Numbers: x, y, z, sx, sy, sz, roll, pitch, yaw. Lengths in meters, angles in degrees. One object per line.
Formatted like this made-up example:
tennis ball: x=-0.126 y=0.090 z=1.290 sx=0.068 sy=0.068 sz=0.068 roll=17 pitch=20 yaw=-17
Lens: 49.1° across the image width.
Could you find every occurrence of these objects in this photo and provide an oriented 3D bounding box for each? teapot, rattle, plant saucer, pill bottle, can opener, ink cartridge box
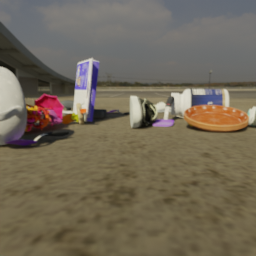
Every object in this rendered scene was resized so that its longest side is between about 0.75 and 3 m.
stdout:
teapot: x=-3.162 y=-0.405 z=6.019 sx=1.394 sy=1.884 sz=1.909 roll=-16 pitch=-25 yaw=-43
rattle: x=-1.965 y=-0.521 z=9.981 sx=0.903 sy=0.823 sz=1.265 roll=7 pitch=-1 yaw=-11
plant saucer: x=2.804 y=-0.299 z=9.029 sx=2.007 sy=0.324 sz=2.007 roll=-1 pitch=21 yaw=0
pill bottle: x=3.004 y=-1.001 z=11.993 sx=2.317 sy=1.287 sz=1.287 roll=1 pitch=8 yaw=8
can opener: x=-2.155 y=-0.881 z=13.005 sx=2.355 sy=0.787 sz=0.628 roll=2 pitch=8 yaw=16
ink cartridge box: x=-1.680 y=-1.497 z=11.402 sx=0.529 sy=2.416 sz=2.439 roll=5 pitch=6 yaw=-23

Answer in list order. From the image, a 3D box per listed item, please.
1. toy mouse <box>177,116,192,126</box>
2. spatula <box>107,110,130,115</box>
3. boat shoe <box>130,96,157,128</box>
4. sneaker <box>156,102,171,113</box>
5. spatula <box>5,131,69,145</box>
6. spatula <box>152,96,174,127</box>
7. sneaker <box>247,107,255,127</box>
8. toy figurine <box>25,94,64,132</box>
toy mouse: x=2.804 y=-0.267 z=9.921 sx=1.454 sy=0.317 sz=1.636 roll=-11 pitch=16 yaw=-31
spatula: x=-0.318 y=-0.817 z=14.671 sx=2.162 sy=0.222 sz=0.611 roll=7 pitch=11 yaw=39
boat shoe: x=0.560 y=-0.611 z=10.016 sx=0.947 sy=1.052 sz=2.974 roll=-1 pitch=6 yaw=4
sneaker: x=1.811 y=-1.195 z=16.148 sx=1.644 sy=0.582 sz=0.600 roll=-4 pitch=8 yaw=-27
spatula: x=-2.011 y=0.225 z=6.576 sx=0.495 sy=0.180 sz=1.752 roll=-13 pitch=2 yaw=31
spatula: x=1.502 y=-0.648 z=10.720 sx=0.704 sy=0.256 sz=2.490 roll=3 pitch=35 yaw=17
sneaker: x=4.581 y=-0.282 z=9.728 sx=0.815 sy=0.693 sz=1.786 roll=21 pitch=20 yaw=26
toy figurine: x=-2.915 y=-0.533 z=8.913 sx=2.080 sy=1.697 sz=2.260 roll=6 pitch=24 yaw=-49
